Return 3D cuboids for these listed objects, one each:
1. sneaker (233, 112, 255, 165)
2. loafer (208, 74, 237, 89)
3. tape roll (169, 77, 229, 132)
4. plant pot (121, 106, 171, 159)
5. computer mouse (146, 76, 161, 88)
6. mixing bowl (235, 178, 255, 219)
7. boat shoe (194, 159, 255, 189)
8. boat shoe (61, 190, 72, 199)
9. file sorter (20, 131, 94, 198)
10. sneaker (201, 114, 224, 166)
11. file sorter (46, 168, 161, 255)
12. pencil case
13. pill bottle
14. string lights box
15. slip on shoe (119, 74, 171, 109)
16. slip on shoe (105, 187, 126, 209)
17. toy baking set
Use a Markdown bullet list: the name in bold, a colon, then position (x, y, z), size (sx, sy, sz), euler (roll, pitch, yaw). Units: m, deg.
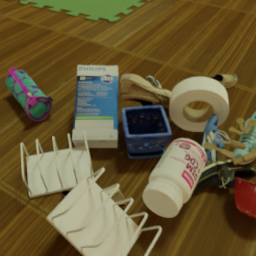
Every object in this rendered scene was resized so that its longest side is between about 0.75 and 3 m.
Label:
- **sneaker**: position (3.587, 0.177, 8.287), size (0.744, 0.825, 2.013), euler (-2, 38, 52)
- **loafer**: position (3.915, -1.977, 11.681), size (1.639, 0.560, 0.620), euler (-21, 48, -20)
- **tape roll**: position (2.347, -0.738, 9.411), size (1.945, 1.945, 0.680), euler (6, 47, 6)
- **plant pot**: position (0.529, 0.203, 8.942), size (1.383, 1.243, 1.383), euler (-5, 44, -4)
- **computer mouse**: position (1.143, -1.577, 10.922), size (0.249, 0.622, 1.134), euler (-37, 90, -39)
- **mixing bowl**: position (3.364, 1.948, 7.235), size (1.459, 1.459, 0.790), euler (22, 84, 21)
- **boat shoe**: position (2.754, 1.395, 8.089), size (1.992, 0.715, 0.673), euler (-12, 44, -16)
- **boat shoe**: position (-1.401, 1.933, 7.806), size (0.968, 0.340, 0.341), euler (4, 50, 3)
- **file sorter**: position (-2.022, 0.987, 8.024), size (1.883, 1.173, 1.307), euler (-11, 56, -11)
- **sneaker**: position (2.698, 0.401, 8.841), size (0.700, 0.630, 1.703), euler (9, 76, 20)
- **file sorter**: position (-0.471, 2.130, 6.269), size (2.028, 1.263, 1.407), euler (47, 53, -5)
- **pencil case**: position (-3.786, -1.296, 10.580), size (1.025, 1.113, 2.408), euler (-37, 52, -16)
- **pill bottle**: position (1.210, 1.248, 7.198), size (1.105, 1.105, 1.950), euler (21, 44, 20)
- **string lights box**: position (-1.053, -0.757, 9.493), size (1.431, 0.821, 2.785), euler (1, 67, -1)
- **slip on shoe**: position (0.770, -1.019, 9.815), size (1.041, 2.739, 0.830), euler (-1, 75, 42)
- **slip on shoe**: position (-0.889, 2.183, 7.257), size (1.909, 0.726, 0.578), euler (-20, 57, -38)
- **toy baking set**: position (3.099, 0.412, 7.844), size (1.784, 0.208, 1.369), euler (-29, 42, 6)
